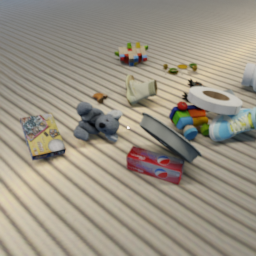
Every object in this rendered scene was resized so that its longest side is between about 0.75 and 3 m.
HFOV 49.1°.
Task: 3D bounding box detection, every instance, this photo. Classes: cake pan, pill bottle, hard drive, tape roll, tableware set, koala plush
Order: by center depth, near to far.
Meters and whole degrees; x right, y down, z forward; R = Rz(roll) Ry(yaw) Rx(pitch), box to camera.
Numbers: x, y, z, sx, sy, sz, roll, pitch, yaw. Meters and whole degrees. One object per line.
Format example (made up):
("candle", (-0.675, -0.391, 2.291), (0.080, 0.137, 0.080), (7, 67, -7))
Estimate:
("cake pan", (1.261, 0.349, 8.884), (2.315, 2.315, 0.425), (36, 88, 38))
("koala plush", (-1.019, -0.195, 10.449), (1.578, 1.399, 1.450), (9, 6, 11))
("tape roll", (3.306, -1.072, 10.723), (2.042, 0.373, 2.042), (9, 25, -4))
("hard drive", (4.317, -1.201, 12.121), (0.764, 0.180, 1.095), (-9, 49, -4))
("pill bottle", (6.777, -2.273, 13.116), (2.583, 1.433, 1.433), (17, 40, 22))
("tableware set", (2.909, -3.334, 15.498), (1.940, 0.298, 1.307), (1, 36, 1))

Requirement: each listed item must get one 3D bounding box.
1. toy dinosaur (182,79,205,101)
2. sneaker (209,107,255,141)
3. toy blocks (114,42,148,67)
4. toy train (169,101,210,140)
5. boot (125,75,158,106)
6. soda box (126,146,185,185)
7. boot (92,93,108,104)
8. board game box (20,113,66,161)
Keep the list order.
("toy dinosaur", (3.325, -1.665, 12.810), (1.351, 1.017, 1.991), (5, 12, -20))
("sneaker", (4.235, -0.200, 10.249), (2.447, 0.973, 1.598), (-25, 11, -29))
("toy blocks", (0.257, -4.108, 16.143), (2.006, 1.003, 1.371), (-5, 48, -3))
("toy train", (2.932, -0.309, 11.040), (2.380, 1.007, 1.377), (-6, 53, -21))
("boot", (0.619, -1.916, 12.762), (1.416, 0.660, 1.831), (-19, 46, 18))
("soda box", (0.865, 1.200, 9.117), (1.817, 0.636, 0.576), (14, 42, 18))
("boot", (-1.390, -1.384, 12.897), (0.626, 0.298, 0.809), (17, 28, 20))
("board game box", (-3.030, 0.271, 9.914), (1.153, 0.295, 1.702), (-11, 56, -28))
